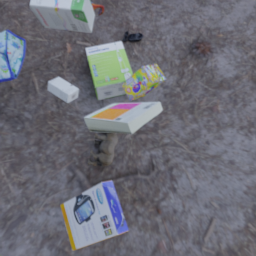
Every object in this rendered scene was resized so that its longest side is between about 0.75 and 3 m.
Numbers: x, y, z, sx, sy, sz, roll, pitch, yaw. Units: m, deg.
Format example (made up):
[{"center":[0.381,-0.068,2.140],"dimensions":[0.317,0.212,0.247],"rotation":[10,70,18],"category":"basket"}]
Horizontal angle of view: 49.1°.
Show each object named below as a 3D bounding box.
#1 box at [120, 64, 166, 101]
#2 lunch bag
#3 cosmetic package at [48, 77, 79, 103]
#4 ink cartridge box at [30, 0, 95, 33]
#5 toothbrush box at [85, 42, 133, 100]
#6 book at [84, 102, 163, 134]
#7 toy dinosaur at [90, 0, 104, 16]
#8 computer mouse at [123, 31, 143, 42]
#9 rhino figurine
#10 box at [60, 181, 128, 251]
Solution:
[{"center":[0.545,-1.612,9.875],"dimensions":[1.083,1.125,0.686],"rotation":[-25,81,-53],"category":"box"},{"center":[-4.413,-2.359,9.723],"dimensions":[1.386,1.039,1.630],"rotation":[-7,79,26],"category":"lunch bag"},{"center":[-2.085,-1.222,8.976],"dimensions":[0.898,0.364,0.507],"rotation":[32,43,16],"category":"cosmetic package"},{"center":[-2.048,-3.747,8.940],"dimensions":[1.711,1.243,0.748],"rotation":[7,79,7],"category":"ink cartridge box"},{"center":[-0.816,-2.568,12.479],"dimensions":[1.696,1.003,2.329],"rotation":[-14,63,-7],"category":"toothbrush box"},{"center":[-0.174,-0.363,8.157],"dimensions":[1.336,0.480,1.999],"rotation":[-35,25,-34],"category":"book"},{"center":[-1.406,-4.235,10.052],"dimensions":[1.150,0.665,1.267],"rotation":[-4,33,-9],"category":"toy dinosaur"},{"center":[0.279,-4.519,14.031],"dimensions":[1.013,0.267,0.701],"rotation":[6,62,16],"category":"computer mouse"},{"center":[-0.881,0.556,10.957],"dimensions":[0.916,0.626,2.095],"rotation":[14,59,-2],"category":"rhino figurine"},{"center":[-0.891,2.330,7.450],"dimensions":[0.464,2.235,1.331],"rotation":[2,62,-50],"category":"box"}]
